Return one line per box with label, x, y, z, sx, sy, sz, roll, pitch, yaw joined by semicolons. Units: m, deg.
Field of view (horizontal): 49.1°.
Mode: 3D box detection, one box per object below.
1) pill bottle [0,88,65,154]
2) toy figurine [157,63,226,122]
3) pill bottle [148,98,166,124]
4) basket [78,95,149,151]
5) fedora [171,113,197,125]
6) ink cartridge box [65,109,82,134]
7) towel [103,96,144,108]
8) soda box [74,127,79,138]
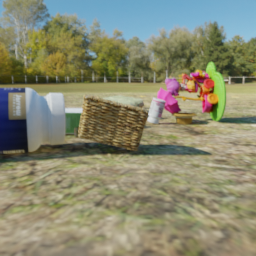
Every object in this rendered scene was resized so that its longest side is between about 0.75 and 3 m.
pill bottle;-3.034;-0.174;6.911;2.823;1.634;1.634;-3;10;-19
toy figurine;2.648;-1.663;12.660;2.675;2.907;2.182;-2;-26;-2
pill bottle;1.194;-0.709;11.864;0.574;1.012;0.574;15;11;-3
basket;-0.335;-0.311;6.962;1.584;1.180;1.131;13;27;-1
fedora;2.392;-0.400;11.986;1.120;0.457;1.120;1;8;0
ink cartridge box;-2.317;-0.260;9.842;2.591;0.768;1.345;0;10;-15
towel;-0.555;-1.198;13.771;1.805;0.444;2.433;-18;24;-32
soda box;-1.327;0.131;7.673;0.260;0.275;0.813;-4;-2;-14
